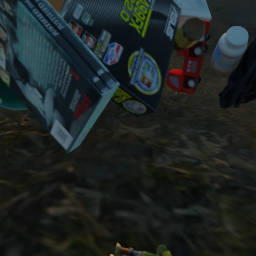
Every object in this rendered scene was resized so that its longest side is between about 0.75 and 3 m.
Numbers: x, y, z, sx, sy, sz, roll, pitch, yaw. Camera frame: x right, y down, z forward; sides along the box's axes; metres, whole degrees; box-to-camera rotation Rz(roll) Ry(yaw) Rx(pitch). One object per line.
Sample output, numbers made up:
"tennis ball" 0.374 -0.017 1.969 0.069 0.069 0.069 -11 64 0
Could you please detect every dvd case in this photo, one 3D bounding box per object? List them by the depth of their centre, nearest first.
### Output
"dvd case" -0.995 -0.731 2.529 0.214 1.422 1.948 -39 86 -30

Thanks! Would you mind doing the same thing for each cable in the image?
"cable" 2.028 -1.117 4.210 0.523 2.057 1.679 27 60 -5

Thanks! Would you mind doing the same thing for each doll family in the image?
"doll family" 0.278 2.460 3.675 1.380 0.937 2.388 11 39 9

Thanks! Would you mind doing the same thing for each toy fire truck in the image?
"toy fire truck" 1.131 -2.224 7.190 1.766 2.505 0.611 17 28 20

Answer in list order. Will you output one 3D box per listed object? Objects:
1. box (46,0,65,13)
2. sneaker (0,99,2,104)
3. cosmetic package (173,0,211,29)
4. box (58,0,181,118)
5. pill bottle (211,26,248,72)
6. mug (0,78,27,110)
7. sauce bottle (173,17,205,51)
"box" -1.505 -2.588 6.377 1.354 2.546 1.939 -15 24 45
"sneaker" -2.472 -0.382 4.792 0.759 0.284 0.378 1 30 30
"cosmetic package" 1.474 -3.428 7.823 1.254 0.773 1.258 -7 75 -30
"box" -0.089 -1.718 4.762 0.546 1.977 2.468 -16 49 48
"pill bottle" 1.779 -1.372 4.901 0.467 0.858 0.467 -1 75 3
"mug" -2.041 -0.959 5.283 1.147 1.396 0.863 -11 47 0
"sauce bottle" 1.208 -1.912 5.910 0.471 0.471 1.426 -3 6 -4
